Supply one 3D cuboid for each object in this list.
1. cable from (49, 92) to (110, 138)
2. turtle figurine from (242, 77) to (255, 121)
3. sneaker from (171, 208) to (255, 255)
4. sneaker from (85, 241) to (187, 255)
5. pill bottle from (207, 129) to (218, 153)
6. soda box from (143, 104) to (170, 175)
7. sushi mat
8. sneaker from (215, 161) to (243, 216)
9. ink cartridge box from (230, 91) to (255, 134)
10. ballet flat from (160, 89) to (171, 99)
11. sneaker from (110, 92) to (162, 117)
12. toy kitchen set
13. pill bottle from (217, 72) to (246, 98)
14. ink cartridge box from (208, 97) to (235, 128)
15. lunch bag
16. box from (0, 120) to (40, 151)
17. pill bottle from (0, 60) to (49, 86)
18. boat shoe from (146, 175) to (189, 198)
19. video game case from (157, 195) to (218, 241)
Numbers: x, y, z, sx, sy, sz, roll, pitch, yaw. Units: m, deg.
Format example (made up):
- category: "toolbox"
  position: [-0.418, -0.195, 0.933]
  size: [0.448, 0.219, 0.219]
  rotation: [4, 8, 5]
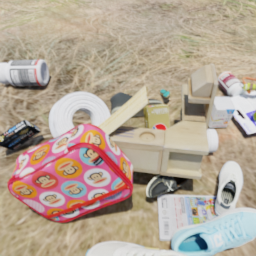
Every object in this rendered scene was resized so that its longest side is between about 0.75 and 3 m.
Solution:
- category: "cable"
  position: [-1.354, -0.157, 8.092]
  size: [1.776, 0.615, 1.776]
  rotation: [3, 77, -25]
- category: "turtle figurine"
  position: [5.154, -1.059, 9.582]
  size: [2.567, 0.827, 2.070]
  rotation: [18, 57, 15]
- category: "sneaker"
  position: [1.990, 2.428, 6.161]
  size: [2.175, 0.891, 0.804]
  rotation: [-25, 84, 12]
- category: "sneaker"
  position: [0.478, 2.985, 5.909]
  size: [2.948, 1.191, 1.128]
  rotation: [9, 46, 11]
- category: "pill bottle"
  position: [1.939, 0.421, 8.789]
  size: [1.542, 0.874, 0.874]
  rotation: [-1, 44, -2]
- category: "soda box"
  position: [0.862, 0.310, 8.127]
  size: [0.620, 1.937, 0.656]
  rotation: [-6, 11, -7]
- category: "sushi mat"
  position: [-0.306, -0.199, 6.949]
  size: [2.088, 0.126, 0.999]
  rotation: [-38, 24, 19]
- category: "sneaker"
  position: [2.768, 1.544, 7.507]
  size: [0.656, 0.636, 1.797]
  rotation: [16, 49, 12]
- category: "ink cartridge box"
  position: [4.692, -0.557, 10.061]
  size: [2.000, 0.434, 1.981]
  rotation: [-14, 44, -3]
- category: "ballet flat"
  position: [1.482, -1.273, 10.808]
  size: [0.313, 0.313, 0.885]
  rotation: [-9, 22, -9]
- category: "sneaker"
  position: [0.272, -0.960, 10.312]
  size: [1.908, 0.714, 1.014]
  rotation: [-8, 48, -6]
- category: "toy kitchen set"
  position: [0.922, -0.503, 7.485]
  size: [2.453, 2.218, 2.719]
  rotation: [6, 42, 6]
- category: "pill bottle"
  position: [4.104, -1.649, 11.081]
  size: [0.671, 0.671, 1.175]
  rotation: [-11, 45, -11]
- category: "ink cartridge box"
  position: [3.127, -0.526, 9.616]
  size: [0.661, 0.897, 0.649]
  rotation: [-1, 49, -6]
- category: "lunch bag"
  position: [-1.237, 1.269, 6.774]
  size: [2.626, 2.313, 1.076]
  rotation: [-26, 35, 20]
- category: "box"
  position: [-3.422, 0.237, 8.717]
  size: [1.111, 0.883, 0.256]
  rotation: [-33, 73, -1]
- category: "pill bottle"
  position: [-4.256, -2.222, 11.377]
  size: [1.807, 1.047, 1.047]
  rotation: [1, 44, 6]
- category: "boat shoe"
  position: [1.066, 1.496, 7.541]
  size: [1.385, 0.497, 0.468]
  rotation: [-18, 16, -34]
- category: "video game case"
  position: [1.677, 2.342, 7.317]
  size: [1.762, 0.159, 1.262]
  rotation: [1, 44, 1]
